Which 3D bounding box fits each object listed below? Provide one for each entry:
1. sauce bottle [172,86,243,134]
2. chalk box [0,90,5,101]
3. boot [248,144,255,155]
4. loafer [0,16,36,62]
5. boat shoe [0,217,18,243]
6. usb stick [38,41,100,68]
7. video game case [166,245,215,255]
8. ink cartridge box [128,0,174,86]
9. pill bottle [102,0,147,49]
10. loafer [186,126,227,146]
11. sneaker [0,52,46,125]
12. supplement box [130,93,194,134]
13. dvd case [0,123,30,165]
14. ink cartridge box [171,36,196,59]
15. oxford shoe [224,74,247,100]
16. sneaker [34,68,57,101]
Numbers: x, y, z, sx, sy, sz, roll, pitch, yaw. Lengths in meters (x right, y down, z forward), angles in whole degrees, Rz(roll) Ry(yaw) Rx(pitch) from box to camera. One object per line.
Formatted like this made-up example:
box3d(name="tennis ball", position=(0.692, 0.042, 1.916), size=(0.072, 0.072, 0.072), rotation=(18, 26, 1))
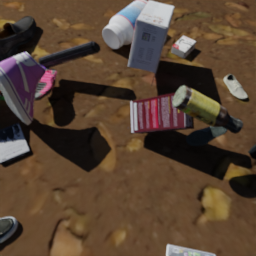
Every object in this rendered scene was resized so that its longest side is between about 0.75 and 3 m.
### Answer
box3d(name="sauce bottle", position=(2.207, -0.423, 7.610), size=(2.061, 0.667, 0.667), rotation=(25, 55, -15))
box3d(name="chalk box", position=(-5.519, -1.164, 9.771), size=(2.671, 1.667, 1.656), rotation=(-9, 56, -8))
box3d(name="boot", position=(4.563, 0.834, 9.129), size=(1.006, 0.384, 0.846), rotation=(-22, 54, -22))
box3d(name="loafer", position=(-4.973, -4.135, 12.214), size=(1.041, 1.034, 2.860), rotation=(14, 55, 11))
box3d(name="boat shoe", position=(-3.972, 2.932, 7.578), size=(1.853, 0.524, 0.636), rotation=(-22, 58, -15))
box3d(name="usb stick", position=(-2.215, -2.685, 10.417), size=(2.426, 0.673, 0.396), rotation=(-12, 82, 19))
box3d(name="video game case", position=(1.554, 3.850, 7.158), size=(1.282, 0.165, 1.411), rotation=(10, 56, 6))
box3d(name="ink cartridge box", position=(0.811, -3.151, 10.340), size=(1.072, 2.245, 2.557), rotation=(15, 38, 3))
box3d(name="pill bottle", position=(0.021, -4.517, 12.310), size=(1.316, 1.316, 2.421), rotation=(33, 61, 21))
box3d(name="loafer", position=(2.585, 0.205, 9.039), size=(0.467, 1.485, 0.533), rotation=(-17, 83, -48))
box3d(name="sneaker", position=(-3.156, -1.215, 8.972), size=(0.977, 2.695, 1.536), rotation=(40, 64, 17))
box3d(name="supplement box", position=(1.025, -0.427, 8.862), size=(2.014, 0.613, 1.096), rotation=(-6, 83, 41))
box3d(name="dvd case", position=(-4.000, 0.514, 9.495), size=(0.999, 0.164, 1.329), rotation=(-24, 59, -16))
box3d(name="ink cartridge box", position=(2.412, -3.516, 12.180), size=(0.673, 0.380, 0.916), rotation=(32, 61, 21))
box3d(name="oxford shoe", position=(4.163, -1.603, 10.862), size=(0.474, 0.364, 1.260), rotation=(-17, 59, -15))
box3d(name="sneaker", position=(-3.060, -1.438, 10.295), size=(0.708, 0.854, 1.791), rotation=(13, 41, 1))
